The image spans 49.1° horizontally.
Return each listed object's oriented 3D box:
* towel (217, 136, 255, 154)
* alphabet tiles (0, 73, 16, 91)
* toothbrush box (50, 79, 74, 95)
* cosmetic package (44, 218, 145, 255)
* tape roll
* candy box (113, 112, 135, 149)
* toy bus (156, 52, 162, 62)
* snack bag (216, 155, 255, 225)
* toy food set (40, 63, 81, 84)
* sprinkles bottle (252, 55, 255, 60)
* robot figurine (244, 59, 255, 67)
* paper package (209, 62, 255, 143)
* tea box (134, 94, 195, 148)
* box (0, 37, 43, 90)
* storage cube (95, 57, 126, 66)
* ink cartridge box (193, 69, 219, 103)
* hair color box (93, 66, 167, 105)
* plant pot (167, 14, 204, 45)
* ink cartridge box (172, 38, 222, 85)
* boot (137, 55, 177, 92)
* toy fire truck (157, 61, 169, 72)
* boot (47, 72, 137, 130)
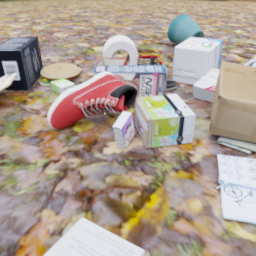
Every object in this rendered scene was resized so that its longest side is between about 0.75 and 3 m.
[{"bbox_3d":[3.614,0.384,9.000,1.220,0.211,1.175,17,31,25],"label":"towel"},{"bbox_3d":[-5.449,-1.478,11.175,2.092,0.156,2.139,-28,30,9],"label":"alphabet tiles"},{"bbox_3d":[-2.917,-1.829,12.503,0.668,0.395,0.918,-27,42,-36],"label":"toothbrush box"},{"bbox_3d":[-0.670,2.532,4.260,1.290,1.282,1.542,18,34,28],"label":"cosmetic package"},{"bbox_3d":[-0.401,-3.668,14.230,1.785,1.785,1.225,-2,30,-3],"label":"tape roll"},{"bbox_3d":[-0.116,0.073,8.661,0.319,0.893,0.749,12,47,23],"label":"candy box"},{"bbox_3d":[1.646,-3.850,15.795,0.990,0.512,0.934,-35,11,-3],"label":"toy bus"},{"bbox_3d":[3.386,1.539,6.950,2.286,0.260,2.425,8,32,13],"label":"snack bag"},{"bbox_3d":[-3.381,-2.755,13.966,1.991,0.489,2.011,0,31,-2],"label":"toy food set"},{"bbox_3d":[7.353,-3.717,15.662,0.421,0.421,1.233,-1,30,-1],"label":"sprinkles bottle"},{"bbox_3d":[5.723,-2.123,11.983,1.668,1.386,2.220,38,18,-26],"label":"robot figurine"},{"bbox_3d":[4.267,-0.794,9.116,2.846,1.472,2.713,12,39,12],"label":"paper package"},{"bbox_3d":[1.116,-0.267,9.188,1.576,1.070,1.602,-8,32,-11],"label":"tea box"},{"bbox_3d":[-5.092,-3.116,13.241,1.321,1.874,2.532,-1,30,1],"label":"box"},{"bbox_3d":[-0.739,-2.371,12.589,1.176,1.237,1.376,5,32,8],"label":"storage cube"},{"bbox_3d":[3.652,-1.786,11.865,1.127,0.647,1.552,26,53,37],"label":"ink cartridge box"},{"bbox_3d":[0.078,-1.722,11.298,2.844,1.422,0.861,0,33,0],"label":"hair color box"},{"bbox_3d":[3.944,-6.192,18.596,1.979,1.979,1.859,-18,50,-27],"label":"plant pot"},{"bbox_3d":[3.371,-3.247,13.590,1.703,1.695,2.321,14,33,25],"label":"ink cartridge box"},{"bbox_3d":[1.231,-2.415,12.410,1.979,1.490,0.724,3,31,5],"label":"boot"},{"bbox_3d":[1.556,-3.224,14.748,1.072,0.689,0.943,6,29,31],"label":"toy fire truck"},{"bbox_3d":[-1.182,-0.684,9.264,2.895,1.048,2.088,-37,41,-12],"label":"boot"}]
